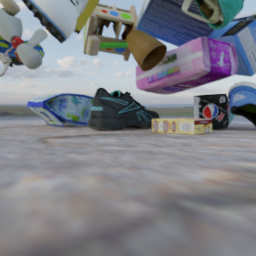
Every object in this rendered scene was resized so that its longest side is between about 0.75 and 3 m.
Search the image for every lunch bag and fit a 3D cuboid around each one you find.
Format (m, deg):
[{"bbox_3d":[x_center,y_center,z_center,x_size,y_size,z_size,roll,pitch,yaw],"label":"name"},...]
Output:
[{"bbox_3d":[-2.264,-0.653,9.518,1.930,1.230,1.641,10,-3,-36],"label":"lunch bag"}]

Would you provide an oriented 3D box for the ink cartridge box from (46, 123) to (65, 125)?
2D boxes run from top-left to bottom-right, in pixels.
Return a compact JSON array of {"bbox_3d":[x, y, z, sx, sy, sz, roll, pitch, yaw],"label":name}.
[{"bbox_3d":[-2.419,-0.327,11.419,1.772,0.386,1.538,-1,4,-15],"label":"ink cartridge box"}]

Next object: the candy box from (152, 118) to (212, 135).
[{"bbox_3d":[1.199,-0.052,6.366,0.687,0.329,1.190,-4,6,-42],"label":"candy box"}]

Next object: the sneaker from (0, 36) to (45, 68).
[{"bbox_3d":[-3.742,-2.268,8.588,0.995,0.851,2.401,-34,-17,35],"label":"sneaker"}]

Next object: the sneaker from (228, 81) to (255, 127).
[{"bbox_3d":[3.721,-0.318,7.150,2.440,1.088,0.958,16,-33,10],"label":"sneaker"}]

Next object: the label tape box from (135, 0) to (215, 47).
[{"bbox_3d":[1.666,-3.545,7.749,2.091,0.965,2.919,18,-24,-11],"label":"label tape box"}]

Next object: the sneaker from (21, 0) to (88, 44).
[{"bbox_3d":[-1.069,-2.169,4.546,0.958,0.950,2.644,-33,34,14],"label":"sneaker"}]

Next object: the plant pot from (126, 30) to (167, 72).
[{"bbox_3d":[0.380,-2.089,7.272,0.864,0.927,0.864,-35,-20,-15],"label":"plant pot"}]

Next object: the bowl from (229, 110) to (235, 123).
[{"bbox_3d":[4.256,-0.519,12.649,1.197,0.626,1.197,0,4,0],"label":"bowl"}]

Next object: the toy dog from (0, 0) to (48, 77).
[{"bbox_3d":[-2.995,-2.449,7.706,1.501,2.276,1.096,-19,-9,16],"label":"toy dog"}]

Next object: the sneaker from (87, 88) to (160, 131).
[{"bbox_3d":[0.046,-0.504,7.990,1.055,1.109,2.798,0,1,37],"label":"sneaker"}]

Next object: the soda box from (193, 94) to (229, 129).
[{"bbox_3d":[2.614,-0.492,8.578,0.869,0.971,2.745,-2,2,20],"label":"soda box"}]

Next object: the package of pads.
[{"bbox_3d":[1.620,-1.688,8.204,1.598,1.004,2.653,-3,-5,-39],"label":"package of pads"}]

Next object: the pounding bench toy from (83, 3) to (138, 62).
[{"bbox_3d":[-0.551,-3.334,10.229,1.962,2.515,1.563,7,-43,-16],"label":"pounding bench toy"}]

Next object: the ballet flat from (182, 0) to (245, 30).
[{"bbox_3d":[1.259,-2.713,5.193,2.842,1.000,0.957,23,13,-43],"label":"ballet flat"}]

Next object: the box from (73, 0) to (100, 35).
[{"bbox_3d":[-1.013,-3.620,7.181,0.660,0.991,2.634,18,-25,-26],"label":"box"}]

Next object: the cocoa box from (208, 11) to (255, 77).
[{"bbox_3d":[3.418,-2.601,8.756,1.401,1.424,2.135,-37,21,-5],"label":"cocoa box"}]
